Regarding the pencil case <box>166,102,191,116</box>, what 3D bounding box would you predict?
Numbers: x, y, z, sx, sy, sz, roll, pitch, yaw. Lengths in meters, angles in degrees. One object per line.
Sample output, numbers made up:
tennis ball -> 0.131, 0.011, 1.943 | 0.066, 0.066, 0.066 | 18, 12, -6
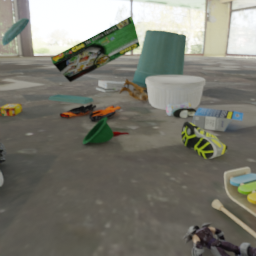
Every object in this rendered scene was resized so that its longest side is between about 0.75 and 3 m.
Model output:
pencil case -> 1.893, -0.719, 10.482 | 0.967, 0.439, 0.402 | -10, 36, -24

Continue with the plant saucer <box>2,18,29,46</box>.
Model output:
plant saucer -> -3.984, -3.403, 9.822 | 1.293, 0.177, 1.293 | -40, 18, 16

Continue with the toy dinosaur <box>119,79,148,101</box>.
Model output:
toy dinosaur -> 0.446, -1.734, 13.503 | 1.519, 0.864, 2.861 | 25, 20, -7

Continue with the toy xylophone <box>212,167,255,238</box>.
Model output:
toy xylophone -> 2.185, 1.213, 4.500 | 1.241, 0.426, 1.696 | -11, 20, -29

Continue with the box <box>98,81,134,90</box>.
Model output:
box -> -0.615, -2.330, 15.315 | 1.691, 0.348, 1.318 | 0, 15, -26

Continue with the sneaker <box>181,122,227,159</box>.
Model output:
sneaker -> 1.888, 0.323, 7.199 | 0.599, 0.591, 1.568 | 1, 27, -20

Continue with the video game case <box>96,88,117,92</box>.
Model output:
video game case -> -1.173, -2.108, 15.335 | 0.838, 0.108, 0.922 | -13, 22, -35

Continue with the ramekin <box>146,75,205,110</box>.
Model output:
ramekin -> 1.947, -1.503, 11.746 | 2.479, 1.154, 2.479 | 0, 18, 0

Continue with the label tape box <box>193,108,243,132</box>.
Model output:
label tape box -> 2.900, -0.258, 9.022 | 1.442, 0.477, 1.033 | 9, 21, 21

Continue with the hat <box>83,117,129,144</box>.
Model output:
hat -> -0.542, 0.321, 7.748 | 1.096, 0.964, 0.908 | -48, 16, -6

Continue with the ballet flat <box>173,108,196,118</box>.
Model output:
ballet flat -> 2.098, -0.543, 10.138 | 1.014, 0.345, 0.347 | -11, 29, -30

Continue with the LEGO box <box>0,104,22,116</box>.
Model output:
LEGO box -> -4.448, -0.687, 10.622 | 0.561, 0.291, 0.753 | 1, 18, 2

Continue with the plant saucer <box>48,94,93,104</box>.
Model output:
plant saucer -> -2.637, -1.333, 12.831 | 2.056, 0.195, 0.719 | 7, 19, 24

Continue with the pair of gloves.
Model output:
pair of gloves -> -1.356, -0.561, 10.368 | 1.865, 0.231, 1.662 | 6, 20, 28

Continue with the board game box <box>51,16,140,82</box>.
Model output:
board game box -> -0.798, -2.034, 7.472 | 2.271, 0.266, 1.190 | -27, -19, 2

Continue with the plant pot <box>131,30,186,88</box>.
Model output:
plant pot -> 1.816, -3.641, 15.067 | 2.937, 2.877, 2.937 | 8, 16, -2

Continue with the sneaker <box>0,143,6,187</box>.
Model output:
sneaker -> -2.894, 0.647, 5.707 | 1.975, 0.745, 1.124 | 9, 22, 33

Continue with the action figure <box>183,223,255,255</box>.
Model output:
action figure -> 1.158, 1.554, 3.634 | 0.660, 0.352, 1.014 | -22, 24, -34
